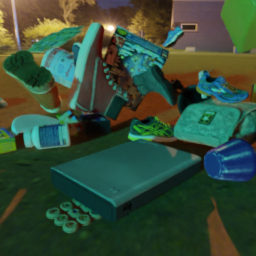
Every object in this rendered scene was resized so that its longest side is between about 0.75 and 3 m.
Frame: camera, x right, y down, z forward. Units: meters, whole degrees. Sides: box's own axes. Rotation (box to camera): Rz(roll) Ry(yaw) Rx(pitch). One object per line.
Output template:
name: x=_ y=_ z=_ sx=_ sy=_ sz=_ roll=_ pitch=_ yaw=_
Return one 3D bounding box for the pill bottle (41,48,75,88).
pill bottle: x=-2.249 y=-2.318 z=11.779 sx=2.509 sy=1.365 sz=1.365 roll=26 pitch=23 yaw=8

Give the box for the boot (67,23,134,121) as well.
boot: x=-0.579 y=-1.560 z=8.085 sx=1.836 sy=2.545 sz=0.922 roll=15 pitch=15 yaw=-1

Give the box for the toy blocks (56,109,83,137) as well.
toy blocks: x=-1.485 y=-0.168 z=7.523 sx=0.541 sy=0.792 sz=0.396 roll=-29 pitch=13 yaw=32

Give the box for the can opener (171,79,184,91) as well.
can opener: x=2.361 y=-2.191 z=14.587 sx=0.625 sy=0.776 sz=1.973 roll=-40 pitch=16 yaw=4

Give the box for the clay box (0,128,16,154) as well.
clay box: x=-3.665 y=0.421 z=6.660 sx=1.660 sy=0.395 sz=0.954 roll=-13 pitch=21 yaw=-36

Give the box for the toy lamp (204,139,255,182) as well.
toy lamp: x=2.898 y=0.540 z=5.704 sx=2.984 sy=0.869 sz=0.869 roll=-5 pitch=19 yaw=-22

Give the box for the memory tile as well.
memory tile: x=-0.753 y=1.311 z=4.466 sx=0.921 sy=0.077 sz=0.706 roll=-16 pitch=24 yaw=-42

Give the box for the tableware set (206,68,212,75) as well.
tableware set: x=2.748 y=-1.836 z=10.024 sx=0.162 sy=0.534 sz=0.808 roll=35 pitch=2 yaw=12

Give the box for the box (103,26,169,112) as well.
box: x=-0.031 y=-1.788 z=9.126 sx=1.757 sy=2.567 sz=0.512 roll=24 pitch=49 yaw=-6

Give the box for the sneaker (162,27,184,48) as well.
sneaker: x=1.468 y=-3.017 z=9.360 sx=0.347 sy=0.394 sz=0.883 roll=-5 pitch=-26 yaw=-46

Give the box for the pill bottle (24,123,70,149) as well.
pill bottle: x=-1.995 y=0.212 z=6.945 sx=1.057 sy=0.586 sz=0.586 roll=-6 pitch=19 yaw=-10

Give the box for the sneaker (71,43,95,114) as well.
sneaker: x=-1.497 y=-1.544 z=8.997 sx=1.010 sy=2.390 sz=0.896 roll=-22 pitch=-2 yaw=-24

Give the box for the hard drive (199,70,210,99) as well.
hard drive: x=2.181 y=-1.233 z=8.016 sx=0.145 sy=0.764 sz=0.534 roll=-7 pitch=5 yaw=2

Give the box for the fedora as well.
fedora: x=2.097 y=-0.817 z=8.859 sx=1.182 sy=1.182 sz=0.540 roll=3 pitch=20 yaw=10

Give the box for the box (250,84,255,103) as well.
box: x=5.232 y=-0.841 z=9.233 sx=1.934 sy=1.202 sz=1.436 roll=-11 pitch=21 yaw=-28

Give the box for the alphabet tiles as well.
alphabet tiles: x=-2.500 y=-3.052 z=9.645 sx=1.751 sy=0.067 sz=2.105 roll=-43 pitch=37 yaw=-25

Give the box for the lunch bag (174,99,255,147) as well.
lunch bag: x=2.279 y=-0.075 z=7.083 sx=1.866 sy=1.097 sz=1.530 roll=-20 pitch=22 yaw=-39

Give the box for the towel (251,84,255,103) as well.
towel: x=3.862 y=-0.952 z=8.349 sx=0.084 sy=0.935 sz=0.403 roll=27 pitch=-20 yaw=-17

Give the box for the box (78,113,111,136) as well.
box: x=-1.023 y=-0.128 z=8.289 sx=0.736 sy=0.411 sz=1.044 roll=-9 pitch=18 yaw=-21

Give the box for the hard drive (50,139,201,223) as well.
hard drive: x=0.039 y=0.812 z=5.338 sx=1.688 sy=0.398 sz=2.419 roll=16 pitch=21 yaw=41

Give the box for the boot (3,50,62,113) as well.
boot: x=-2.728 y=-1.327 z=8.044 sx=0.891 sy=1.273 sz=2.374 roll=-38 pitch=55 yaw=-15

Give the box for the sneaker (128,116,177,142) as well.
sneaker: x=0.786 y=0.006 z=7.494 sx=1.582 sy=0.669 sz=0.589 roll=-5 pitch=20 yaw=-16

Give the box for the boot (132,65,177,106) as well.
boot: x=0.736 y=-1.050 z=7.641 sx=0.825 sy=1.253 sz=0.437 roll=-24 pitch=15 yaw=36

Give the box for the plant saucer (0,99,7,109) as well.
plant saucer: x=-5.790 y=-0.951 z=11.114 sx=1.831 sy=0.251 sz=1.831 roll=0 pitch=18 yaw=0

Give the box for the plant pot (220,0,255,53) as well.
plant pot: x=2.873 y=-2.637 z=6.114 sx=1.224 sy=1.232 sz=1.260 roll=-18 pitch=-19 yaw=7

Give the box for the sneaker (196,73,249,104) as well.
sneaker: x=2.335 y=-1.001 z=7.005 sx=1.361 sy=0.534 sz=0.513 roll=23 pitch=40 yaw=32

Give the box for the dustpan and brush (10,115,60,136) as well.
dustpan and brush: x=-2.878 y=-0.068 z=8.127 sx=1.447 sy=0.593 sz=2.073 roll=-11 pitch=28 yaw=-40
